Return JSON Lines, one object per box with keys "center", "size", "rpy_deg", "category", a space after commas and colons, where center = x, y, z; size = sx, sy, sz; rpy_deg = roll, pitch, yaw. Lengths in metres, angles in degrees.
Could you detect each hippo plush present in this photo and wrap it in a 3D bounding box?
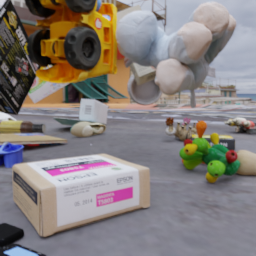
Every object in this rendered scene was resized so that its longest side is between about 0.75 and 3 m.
{"center": [1.075, -2.213, 7.132], "size": [2.395, 2.373, 2.979], "rpy_deg": [37, 14, 21], "category": "hippo plush"}

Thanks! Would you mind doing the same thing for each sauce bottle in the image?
{"center": [-4.508, 0.022, 11.843], "size": [1.990, 0.644, 0.644], "rpy_deg": [3, 7, 5], "category": "sauce bottle"}

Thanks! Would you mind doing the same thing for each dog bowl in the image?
{"center": [0.750, -1.691, 11.921], "size": [1.589, 1.589, 0.466], "rpy_deg": [0, 15, -1], "category": "dog bowl"}

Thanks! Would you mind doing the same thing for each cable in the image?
{"center": [5.711, -0.163, 12.864], "size": [2.797, 0.704, 1.359], "rpy_deg": [-6, 10, -39], "category": "cable"}

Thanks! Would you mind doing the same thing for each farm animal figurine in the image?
{"center": [2.113, 0.138, 10.728], "size": [1.440, 0.751, 1.424], "rpy_deg": [8, 20, 4], "category": "farm animal figurine"}

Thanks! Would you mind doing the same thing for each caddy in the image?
{"center": [-3.057, 0.636, 7.012], "size": [0.743, 0.552, 1.051], "rpy_deg": [0, 7, -7], "category": "caddy"}

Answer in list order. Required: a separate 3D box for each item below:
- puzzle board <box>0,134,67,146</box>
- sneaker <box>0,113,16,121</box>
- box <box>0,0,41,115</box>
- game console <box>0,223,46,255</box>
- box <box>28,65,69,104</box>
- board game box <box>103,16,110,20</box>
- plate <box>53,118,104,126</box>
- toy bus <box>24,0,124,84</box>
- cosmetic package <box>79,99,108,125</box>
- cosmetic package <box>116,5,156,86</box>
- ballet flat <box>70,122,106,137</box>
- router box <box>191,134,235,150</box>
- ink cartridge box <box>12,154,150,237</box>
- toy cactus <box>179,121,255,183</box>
{"center": [-3.565, 0.395, 9.334], "size": [1.843, 0.213, 2.446], "rpy_deg": [7, 4, 39], "category": "puzzle board"}
{"center": [-6.614, -0.357, 13.967], "size": [1.151, 0.979, 2.601], "rpy_deg": [13, 9, 17], "category": "sneaker"}
{"center": [-3.601, -1.972, 8.211], "size": [0.664, 2.147, 2.689], "rpy_deg": [8, -29, 8], "category": "box"}
{"center": [-1.312, 1.328, 3.094], "size": [1.069, 0.129, 0.631], "rpy_deg": [5, 9, 30], "category": "game console"}
{"center": [-3.200, -2.141, 11.663], "size": [2.313, 1.172, 1.301], "rpy_deg": [-31, 17, -4], "category": "box"}
{"center": [-1.532, -3.132, 9.806], "size": [1.369, 0.331, 1.810], "rpy_deg": [-15, -26, -45], "category": "board game box"}
{"center": [-2.443, -0.221, 13.858], "size": [2.506, 0.320, 2.506], "rpy_deg": [6, -1, 0], "category": "plate"}
{"center": [-1.044, -2.547, 7.130], "size": [1.806, 2.661, 2.555], "rpy_deg": [12, 18, 37], "category": "toy bus"}
{"center": [-1.812, -0.829, 15.053], "size": [0.811, 1.113, 2.190], "rpy_deg": [5, -5, 13], "category": "cosmetic package"}
{"center": [0.371, -2.880, 9.941], "size": [1.040, 2.384, 1.232], "rpy_deg": [-23, -4, -1], "category": "cosmetic package"}
{"center": [-1.573, 0.070, 11.662], "size": [0.642, 0.642, 1.849], "rpy_deg": [4, 8, 32], "category": "ballet flat"}
{"center": [2.769, 0.456, 9.271], "size": [1.316, 0.344, 1.035], "rpy_deg": [1, 7, 10], "category": "router box"}
{"center": [-0.746, 0.904, 4.386], "size": [1.738, 0.653, 1.432], "rpy_deg": [-4, 7, -36], "category": "ink cartridge box"}
{"center": [2.100, 0.575, 6.162], "size": [1.916, 1.188, 2.323], "rpy_deg": [10, -1, 5], "category": "toy cactus"}
